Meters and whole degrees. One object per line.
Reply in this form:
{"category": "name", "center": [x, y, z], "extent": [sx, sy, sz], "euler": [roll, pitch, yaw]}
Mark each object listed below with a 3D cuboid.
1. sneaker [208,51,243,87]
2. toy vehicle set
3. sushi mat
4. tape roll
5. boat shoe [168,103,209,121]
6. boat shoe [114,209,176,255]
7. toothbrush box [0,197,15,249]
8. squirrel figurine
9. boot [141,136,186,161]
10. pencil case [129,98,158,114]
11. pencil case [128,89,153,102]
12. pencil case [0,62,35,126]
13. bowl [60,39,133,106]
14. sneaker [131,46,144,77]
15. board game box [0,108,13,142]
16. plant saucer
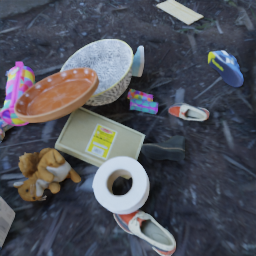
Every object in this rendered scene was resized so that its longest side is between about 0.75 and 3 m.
{"category": "sneaker", "center": [3.609, -2.185, 9.970], "extent": [0.740, 0.665, 1.799], "euler": [-16, 55, -15]}
{"category": "toy vehicle set", "center": [-0.731, 0.373, 7.750], "extent": [2.169, 0.288, 1.348], "euler": [24, 59, -3]}
{"category": "sushi mat", "center": [2.333, -5.303, 12.714], "extent": [0.982, 0.124, 2.053], "euler": [-34, 60, -22]}
{"category": "tape roll", "center": [-0.161, 1.387, 6.801], "extent": [1.329, 0.465, 1.329], "euler": [-6, 63, 11]}
{"category": "boat shoe", "center": [1.817, -0.460, 8.585], "extent": [1.288, 0.458, 0.403], "euler": [12, 25, 27]}
{"category": "boat shoe", "center": [0.364, 2.307, 6.552], "extent": [1.715, 0.537, 0.611], "euler": [32, 62, 25]}
{"category": "toothbrush box", "center": [-3.925, 1.859, 6.237], "extent": [2.173, 1.591, 0.927], "euler": [9, 53, 6]}
{"category": "squirrel figurine", "center": [-2.256, 1.214, 7.278], "extent": [1.372, 1.040, 1.470], "euler": [-42, 47, -15]}
{"category": "boot", "center": [1.014, 0.485, 7.836], "extent": [1.189, 0.461, 0.823], "euler": [11, 38, 10]}
{"category": "pencil case", "center": [0.495, -0.686, 8.931], "extent": [0.901, 0.383, 0.416], "euler": [10, 12, 4]}
{"category": "pencil case", "center": [0.399, -1.044, 9.272], "extent": [0.850, 0.376, 0.376], "euler": [21, 55, 13]}
{"category": "pencil case", "center": [-3.403, -1.065, 8.721], "extent": [0.938, 0.938, 2.122], "euler": [-9, 51, -7]}
{"category": "bowl", "center": [-0.854, -1.538, 8.938], "extent": [2.495, 1.171, 2.495], "euler": [-12, 52, 15]}
{"category": "sneaker", "center": [0.253, -2.227, 9.535], "extent": [0.532, 1.298, 0.480], "euler": [1, 54, -5]}
{"category": "board game box", "center": [-3.937, -0.045, 8.499], "extent": [0.938, 0.290, 0.939], "euler": [41, 55, 20]}
{"category": "plant saucer", "center": [-1.893, -0.889, 7.602], "extent": [2.390, 0.386, 2.390], "euler": [-15, 35, 11]}
